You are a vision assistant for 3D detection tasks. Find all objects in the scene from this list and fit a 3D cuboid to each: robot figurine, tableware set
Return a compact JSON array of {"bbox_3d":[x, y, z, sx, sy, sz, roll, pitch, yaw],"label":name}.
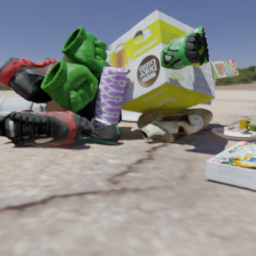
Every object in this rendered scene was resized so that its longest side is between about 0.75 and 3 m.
[{"bbox_3d":[-3.800,-0.509,9.753,1.892,1.069,1.605,1,5,6],"label":"robot figurine"},{"bbox_3d":[4.559,-0.076,9.046,2.368,0.363,1.595,3,8,-21],"label":"tableware set"}]

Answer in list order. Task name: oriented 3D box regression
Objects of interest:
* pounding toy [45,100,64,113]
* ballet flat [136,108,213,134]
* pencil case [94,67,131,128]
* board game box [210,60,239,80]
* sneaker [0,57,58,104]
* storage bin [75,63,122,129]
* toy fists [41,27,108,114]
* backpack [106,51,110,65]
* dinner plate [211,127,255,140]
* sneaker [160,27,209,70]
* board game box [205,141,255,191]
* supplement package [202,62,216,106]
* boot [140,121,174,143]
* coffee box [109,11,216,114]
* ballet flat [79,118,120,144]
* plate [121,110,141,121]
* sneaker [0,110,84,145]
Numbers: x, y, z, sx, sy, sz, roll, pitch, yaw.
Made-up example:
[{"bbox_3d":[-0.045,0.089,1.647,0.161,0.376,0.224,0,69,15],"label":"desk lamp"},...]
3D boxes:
[{"bbox_3d":[-2.541,-1.683,10.988,2.041,1.576,2.217,-14,42,26],"label":"pounding toy"},{"bbox_3d":[1.593,-0.084,8.888,2.617,0.923,0.854,-7,31,-10],"label":"ballet flat"},{"bbox_3d":[-0.502,-0.876,8.116,0.768,1.830,0.782,17,14,8],"label":"pencil case"},{"bbox_3d":[3.148,-1.941,9.359,1.192,0.569,0.179,-12,-6,-22],"label":"board game box"},{"bbox_3d":[-2.619,-1.434,8.781,1.036,1.431,2.930,-44,-3,21],"label":"sneaker"},{"bbox_3d":[-1.089,-1.072,9.391,1.402,2.074,0.972,-11,-6,10],"label":"storage bin"},{"bbox_3d":[-1.327,-1.639,7.980,0.903,2.627,1.339,-12,-41,39],"label":"toy fists"},{"bbox_3d":[-1.068,-2.508,12.324,1.414,1.749,1.836,10,1,-10],"label":"backpack"},{"bbox_3d":[3.417,0.186,8.702,1.608,0.195,1.608,-1,10,0],"label":"dinner plate"},{"bbox_3d":[1.417,-1.951,6.943,1.006,0.922,2.362,-6,13,26],"label":"sneaker"},{"bbox_3d":[2.504,0.674,5.283,1.330,0.365,2.107,8,13,37],"label":"board game box"},{"bbox_3d":[2.385,-1.646,10.096,1.117,1.472,1.109,7,9,-12],"label":"supplement package"},{"bbox_3d":[0.797,0.207,7.824,0.646,0.301,0.836,-29,62,-34],"label":"boot"},{"bbox_3d":[1.001,-1.752,8.727,2.249,2.224,2.246,8,-20,-39],"label":"coffee box"},{"bbox_3d":[-1.114,0.055,7.990,1.973,0.675,0.671,4,-1,21],"label":"ballet flat"},{"bbox_3d":[0.585,-1.468,11.152,2.499,2.504,0.405,7,15,25],"label":"plate"},{"bbox_3d":[-2.445,0.011,7.453,2.685,0.949,1.312,4,10,31],"label":"sneaker"}]
